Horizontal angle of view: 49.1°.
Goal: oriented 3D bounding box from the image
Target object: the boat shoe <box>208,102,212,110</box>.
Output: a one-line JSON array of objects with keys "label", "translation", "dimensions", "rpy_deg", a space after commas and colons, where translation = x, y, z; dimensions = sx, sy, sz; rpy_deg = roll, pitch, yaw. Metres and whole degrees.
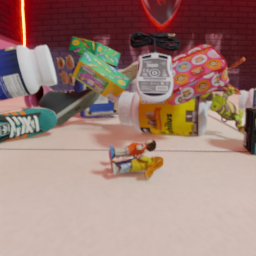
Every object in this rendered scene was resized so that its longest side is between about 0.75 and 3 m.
[{"label": "boat shoe", "translation": [4.923, -1.473, 17.517], "dimensions": [1.909, 0.624, 0.702], "rpy_deg": [3, 10, 19]}]

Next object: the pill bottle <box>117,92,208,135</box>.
[{"label": "pill bottle", "translation": [1.203, -0.613, 9.681], "dimensions": [2.948, 1.610, 1.610], "rpy_deg": [3, 10, 18]}]

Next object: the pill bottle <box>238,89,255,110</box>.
[{"label": "pill bottle", "translation": [7.507, -1.534, 15.801], "dimensions": [2.311, 1.338, 1.338], "rpy_deg": [4, 11, 24]}]

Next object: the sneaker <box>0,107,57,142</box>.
[{"label": "sneaker", "translation": [-3.533, -0.015, 8.503], "dimensions": [2.729, 0.974, 1.090], "rpy_deg": [-9, 15, -14]}]

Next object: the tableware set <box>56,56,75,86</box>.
[{"label": "tableware set", "translation": [-2.780, -2.577, 12.616], "dimensions": [0.180, 1.294, 1.549], "rpy_deg": [-20, 21, -35]}]

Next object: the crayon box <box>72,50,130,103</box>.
[{"label": "crayon box", "translation": [-0.965, -1.749, 9.799], "dimensions": [1.823, 0.531, 1.083], "rpy_deg": [32, -31, -10]}]

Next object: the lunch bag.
[{"label": "lunch bag", "translation": [1.542, -1.435, 7.169], "dimensions": [1.687, 0.691, 1.486], "rpy_deg": [-23, 45, 5]}]

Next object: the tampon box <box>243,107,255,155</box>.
[{"label": "tampon box", "translation": [3.846, 0.072, 7.135], "dimensions": [1.511, 1.133, 0.954], "rpy_deg": [2, 10, 10]}]

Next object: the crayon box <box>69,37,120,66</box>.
[{"label": "crayon box", "translation": [-1.479, -3.481, 12.939], "dimensions": [1.345, 0.660, 2.265], "rpy_deg": [19, 9, 22]}]

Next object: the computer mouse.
[{"label": "computer mouse", "translation": [0.600, -1.421, 6.726], "dimensions": [1.294, 2.361, 0.518], "rpy_deg": [4, -34, 4]}]

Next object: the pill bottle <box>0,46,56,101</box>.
[{"label": "pill bottle", "translation": [-3.484, -1.589, 8.231], "dimensions": [2.500, 1.447, 1.447], "rpy_deg": [-14, 12, -8]}]

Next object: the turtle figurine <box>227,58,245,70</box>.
[{"label": "turtle figurine", "translation": [2.154, -1.976, 8.978], "dimensions": [2.079, 0.830, 2.578], "rpy_deg": [-31, 25, -25]}]

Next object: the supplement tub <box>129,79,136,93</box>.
[{"label": "supplement tub", "translation": [0.857, -1.788, 14.394], "dimensions": [1.677, 2.306, 1.677], "rpy_deg": [0, 10, 0]}]

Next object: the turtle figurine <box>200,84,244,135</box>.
[{"label": "turtle figurine", "translation": [3.092, -0.693, 8.849], "dimensions": [1.928, 2.390, 0.770], "rpy_deg": [22, -44, -37]}]

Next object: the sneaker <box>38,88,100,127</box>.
[{"label": "sneaker", "translation": [-2.260, -1.222, 10.985], "dimensions": [2.395, 1.272, 0.896], "rpy_deg": [-37, -18, -22]}]

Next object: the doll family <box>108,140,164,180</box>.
[{"label": "doll family", "translation": [0.171, 0.677, 5.531], "dimensions": [1.009, 0.732, 1.625], "rpy_deg": [-8, -7, -7]}]

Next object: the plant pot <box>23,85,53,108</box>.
[{"label": "plant pot", "translation": [-5.107, -1.814, 16.927], "dimensions": [1.763, 1.763, 1.578], "rpy_deg": [6, -4, 31]}]

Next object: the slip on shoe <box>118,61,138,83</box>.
[{"label": "slip on shoe", "translation": [0.083, -2.010, 10.729], "dimensions": [1.892, 0.573, 0.719], "rpy_deg": [-17, -33, 6]}]

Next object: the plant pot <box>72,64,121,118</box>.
[{"label": "plant pot", "translation": [-1.493, -1.788, 13.774], "dimensions": [2.296, 2.296, 2.064], "rpy_deg": [-5, 31, -14]}]
